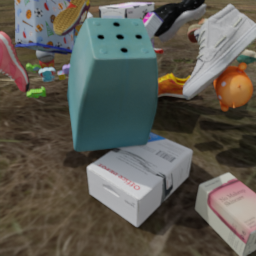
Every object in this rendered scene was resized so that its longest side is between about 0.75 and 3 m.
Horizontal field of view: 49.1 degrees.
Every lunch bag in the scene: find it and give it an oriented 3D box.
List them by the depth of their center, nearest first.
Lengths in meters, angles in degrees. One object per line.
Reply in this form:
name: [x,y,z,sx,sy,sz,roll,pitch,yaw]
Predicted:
lunch bag: [-2.360,-3.100,8.402,1.187,1.629,1.916,9,13,33]

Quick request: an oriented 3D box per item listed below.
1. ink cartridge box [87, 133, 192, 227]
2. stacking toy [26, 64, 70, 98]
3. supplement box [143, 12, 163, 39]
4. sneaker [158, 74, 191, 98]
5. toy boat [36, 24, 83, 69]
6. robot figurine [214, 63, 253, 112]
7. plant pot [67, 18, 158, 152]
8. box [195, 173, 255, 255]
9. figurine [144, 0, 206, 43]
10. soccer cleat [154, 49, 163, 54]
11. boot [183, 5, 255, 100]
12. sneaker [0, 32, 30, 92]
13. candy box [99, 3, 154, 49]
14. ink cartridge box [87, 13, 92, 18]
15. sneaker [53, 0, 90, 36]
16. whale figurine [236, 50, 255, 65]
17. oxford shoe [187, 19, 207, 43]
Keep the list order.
ink cartridge box: [0.343,1.212,7.629,1.755,1.022,2.428,24,39,34]
stacking toy: [-1.913,-1.532,7.721,1.821,0.428,1.373,-14,46,-9]
supplement box: [0.592,-2.949,8.234,0.400,0.774,0.392,31,5,-34]
sneaker: [1.573,-1.965,12.738,2.869,1.107,1.047,-4,33,-4]
toy boat: [-2.369,-3.391,10.430,2.469,1.365,2.937,30,71,-1]
robot figurine: [3.214,-1.294,8.629,1.296,1.050,1.801,-34,17,25]
plant pot: [-0.377,-1.076,6.917,2.040,2.887,2.039,-5,58,-15]
box: [2.501,1.963,6.562,1.020,0.869,1.596,-16,35,-24]
figurine: [1.801,-3.923,9.850,1.999,0.882,2.049,-24,-1,19]
soccer cleat: [1.252,-3.553,12.995,0.786,0.270,0.335,4,7,-3]
boot: [2.380,-2.248,8.270,2.925,1.076,1.398,-43,80,-2]
sneaker: [-3.448,-1.741,7.931,0.763,1.760,0.649,-35,33,-27]
candy box: [0.056,-3.054,10.556,1.063,2.973,2.493,12,30,25]
ink cartridge box: [-1.960,-4.117,10.074,0.989,0.201,0.987,44,53,10]
sneaker: [-1.511,-3.099,7.961,0.621,0.747,1.657,22,68,13]
whale figurine: [4.120,-2.363,9.559,0.962,0.499,0.765,6,21,-26]
oxford shoe: [2.834,-3.791,10.862,0.783,0.816,2.211,-15,-2,35]
